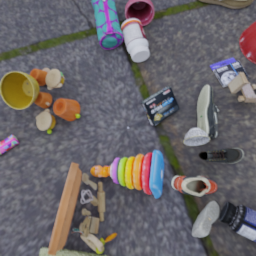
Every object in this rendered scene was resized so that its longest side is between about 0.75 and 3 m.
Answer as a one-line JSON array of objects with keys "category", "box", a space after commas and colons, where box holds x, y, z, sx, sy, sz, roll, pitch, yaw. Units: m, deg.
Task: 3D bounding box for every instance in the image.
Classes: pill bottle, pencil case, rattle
[{"category": "pill bottle", "box": [3.637, 2.890, 8.554, 1.511, 0.845, 0.845, 25, 70, 11]}, {"category": "pencil case", "box": [-0.875, -4.434, 11.426, 1.026, 1.115, 2.412, -11, 69, -5]}, {"category": "pencil case", "box": [-4.314, 0.649, 9.723, 0.981, 0.434, 0.434, -36, 72, -14]}, {"category": "pill bottle", "box": [0.300, -3.470, 11.161, 0.869, 0.869, 1.587, -14, 69, -6]}, {"category": "rattle", "box": [-1.070, 3.234, 8.624, 1.140, 0.743, 0.815, 25, 64, 30]}]

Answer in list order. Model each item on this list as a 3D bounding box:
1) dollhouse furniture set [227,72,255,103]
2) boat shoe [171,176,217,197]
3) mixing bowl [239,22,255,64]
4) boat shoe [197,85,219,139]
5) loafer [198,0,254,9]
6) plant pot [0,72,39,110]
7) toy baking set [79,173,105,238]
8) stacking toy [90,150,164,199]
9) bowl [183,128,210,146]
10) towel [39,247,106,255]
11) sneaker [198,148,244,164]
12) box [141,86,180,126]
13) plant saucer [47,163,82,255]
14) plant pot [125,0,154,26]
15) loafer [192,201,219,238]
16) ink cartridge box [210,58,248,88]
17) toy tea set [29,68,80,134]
[{"category": "dollhouse furniture set", "box": [4.535, -1.436, 10.122, 1.546, 0.684, 0.801, -2, 63, -24]}, {"category": "boat shoe", "box": [2.195, 1.812, 8.730, 1.832, 0.573, 0.652, 14, 81, -33]}, {"category": "mixing bowl", "box": [5.661, -3.620, 11.071, 2.146, 1.162, 2.146, 0, 68, 1]}, {"category": "boat shoe", "box": [2.881, -0.562, 10.004, 0.657, 0.698, 1.943, 6, 79, -16]}, {"category": "loafer", "box": [4.259, -5.849, 12.137, 2.535, 0.855, 0.964, 5, 68, 2]}, {"category": "plant pot", "box": [-3.597, -1.331, 9.684, 1.262, 0.896, 1.262, 3, 104, 12]}, {"category": "toy baking set", "box": [-1.020, 2.253, 8.260, 0.233, 1.535, 2.000, 0, 92, 15]}, {"category": "stacking toy", "box": [-0.084, 1.443, 9.113, 2.405, 1.396, 1.320, 0, 61, 15]}, {"category": "bowl", "box": [2.258, 0.261, 9.345, 0.861, 0.861, 0.404, -2, 65, -1]}, {"category": "towel", "box": [-1.573, 4.527, 8.111, 2.490, 0.454, 1.848, 10, 67, 4]}, {"category": "sneaker", "box": [2.991, 0.925, 9.076, 0.705, 1.328, 0.497, 6, 76, -42]}, {"category": "box", "box": [1.167, -0.784, 10.055, 1.210, 0.278, 0.962, -31, 112, -14]}, {"category": "plant saucer", "box": [-1.740, 2.264, 7.951, 0.408, 2.528, 2.528, 15, 68, -8]}, {"category": "plant pot", "box": [0.459, -5.057, 11.729, 1.195, 1.195, 1.069, -1, 53, -1]}, {"category": "loafer", "box": [2.374, 2.782, 8.615, 0.522, 0.521, 1.493, 54, 42, 4]}, {"category": "ink cartridge box", "box": [3.959, -2.237, 11.001, 1.095, 0.240, 1.105, -21, 68, -8]}, {"category": "toy tea set", "box": [-2.686, -1.160, 10.370, 1.604, 0.998, 2.697, -25, 70, 22]}]
